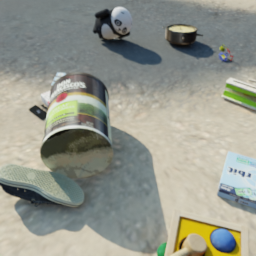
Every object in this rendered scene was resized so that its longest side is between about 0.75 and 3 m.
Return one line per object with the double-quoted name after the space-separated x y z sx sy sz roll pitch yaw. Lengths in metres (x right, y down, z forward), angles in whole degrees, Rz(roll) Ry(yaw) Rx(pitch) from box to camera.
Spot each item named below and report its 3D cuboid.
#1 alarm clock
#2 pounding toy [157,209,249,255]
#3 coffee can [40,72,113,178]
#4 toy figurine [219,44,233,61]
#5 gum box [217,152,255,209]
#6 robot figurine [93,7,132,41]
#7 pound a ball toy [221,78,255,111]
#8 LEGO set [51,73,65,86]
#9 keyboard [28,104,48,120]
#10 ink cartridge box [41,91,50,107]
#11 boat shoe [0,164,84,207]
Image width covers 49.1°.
2.676 -5.078 15.046 1.648 0.813 2.443 -18 42 -25 "alarm clock"
1.333 2.758 5.738 2.079 1.478 1.914 11 42 12 "pounding toy"
-1.515 -0.148 8.611 1.993 1.993 2.723 -4 42 -5 "coffee can"
4.588 -3.538 13.552 0.535 0.471 0.892 -33 79 -5 "toy figurine"
3.374 1.481 8.032 1.311 0.344 1.543 17 44 18 "gum box"
-0.836 -5.377 14.626 2.235 1.394 1.679 -3 15 40 "robot figurine"
4.696 -1.478 10.728 1.813 1.182 0.770 26 39 27 "pound a ball toy"
-2.640 -2.136 12.167 1.223 0.300 0.914 6 46 6 "LEGO set"
-3.302 -0.642 10.618 0.929 0.096 0.590 32 57 30 "keyboard"
-2.979 -1.105 10.956 0.579 0.327 0.790 -29 49 -28 "ink cartridge box"
-2.349 1.651 7.585 2.360 0.735 0.881 17 35 -4 "boat shoe"
